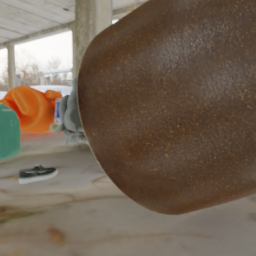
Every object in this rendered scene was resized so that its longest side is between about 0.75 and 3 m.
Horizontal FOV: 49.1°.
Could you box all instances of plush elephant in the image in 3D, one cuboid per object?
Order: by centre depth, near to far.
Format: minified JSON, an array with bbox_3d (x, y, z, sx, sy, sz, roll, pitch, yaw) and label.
[{"bbox_3d":[-1.439,-0.192,8.258,1.566,1.901,1.472,30,-21,-15],"label":"plush elephant"}]

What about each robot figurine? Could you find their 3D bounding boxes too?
[{"bbox_3d":[-3.739,-0.654,10.850,1.712,2.112,2.936,19,0,8],"label":"robot figurine"}]

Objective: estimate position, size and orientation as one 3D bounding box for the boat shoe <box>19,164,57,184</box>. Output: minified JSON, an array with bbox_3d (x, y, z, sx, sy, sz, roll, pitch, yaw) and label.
[{"bbox_3d":[-1.670,0.829,5.284,0.290,0.285,0.804,5,8,36],"label":"boat shoe"}]

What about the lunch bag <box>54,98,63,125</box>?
[{"bbox_3d":[-2.533,-0.486,10.527,0.442,1.171,0.938,-1,-27,-9],"label":"lunch bag"}]

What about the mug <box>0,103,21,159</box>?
[{"bbox_3d":[-3.861,0.017,7.507,1.806,1.359,2.198,-3,7,-20],"label":"mug"}]

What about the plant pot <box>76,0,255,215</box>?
[{"bbox_3d":[1.426,-0.627,2.891,2.777,2.777,2.972,-6,-12,-42],"label":"plant pot"}]
